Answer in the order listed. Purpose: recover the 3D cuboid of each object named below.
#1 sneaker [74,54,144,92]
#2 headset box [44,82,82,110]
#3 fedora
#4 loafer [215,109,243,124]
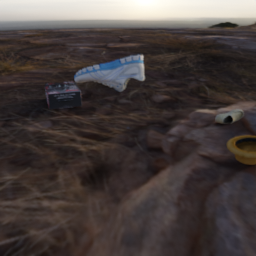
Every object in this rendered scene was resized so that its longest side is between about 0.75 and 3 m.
[{"bbox_3d":[-0.579,-1.575,8.819,2.334,1.012,0.875,-10,14,16],"label":"sneaker"},{"bbox_3d":[-2.860,-1.430,12.283,1.399,0.726,1.880,-8,24,-17],"label":"headset box"},{"bbox_3d":[3.444,0.674,7.937,1.294,0.528,1.294,-3,26,2],"label":"fedora"},{"bbox_3d":[3.813,-0.368,10.378,1.151,0.436,0.393,-16,29,-12],"label":"loafer"}]
